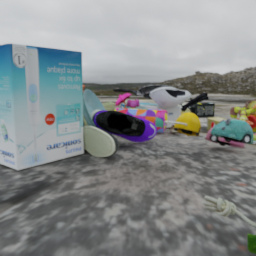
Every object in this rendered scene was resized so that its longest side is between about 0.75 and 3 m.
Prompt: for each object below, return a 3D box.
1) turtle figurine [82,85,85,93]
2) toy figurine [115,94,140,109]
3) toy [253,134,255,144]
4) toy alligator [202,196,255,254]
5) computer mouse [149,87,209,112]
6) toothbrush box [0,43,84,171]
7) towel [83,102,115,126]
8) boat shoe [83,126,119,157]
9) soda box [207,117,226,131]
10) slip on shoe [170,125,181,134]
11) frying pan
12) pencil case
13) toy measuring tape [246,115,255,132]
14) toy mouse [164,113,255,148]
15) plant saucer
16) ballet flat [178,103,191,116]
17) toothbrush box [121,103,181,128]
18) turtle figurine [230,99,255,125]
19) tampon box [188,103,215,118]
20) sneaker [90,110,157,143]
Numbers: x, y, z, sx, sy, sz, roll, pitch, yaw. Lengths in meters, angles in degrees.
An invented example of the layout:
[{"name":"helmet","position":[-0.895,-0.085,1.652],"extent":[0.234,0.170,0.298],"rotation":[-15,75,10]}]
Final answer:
[{"name":"turtle figurine","position":[-1.541,-0.806,12.805],"extent":[1.987,2.464,0.794],"rotation":[16,50,-4]},{"name":"toy figurine","position":[0.059,-0.692,11.973],"extent":[1.658,1.526,1.245],"rotation":[1,11,6]},{"name":"toy","position":[4.271,0.360,9.281],"extent":[1.228,0.290,0.707],"rotation":[5,9,28]},{"name":"toy alligator","position":[1.905,1.226,2.585],"extent":[0.939,0.681,2.834],"rotation":[27,-18,-36]},{"name":"computer mouse","position":[2.104,-1.160,12.044],"extent":[2.948,0.647,1.616],"rotation":[2,-15,-40]},{"name":"toothbrush box","position":[-2.262,-0.566,7.064],"extent":[1.186,2.781,2.036],"rotation":[9,11,38]},{"name":"towel","position":[-1.154,-0.446,11.467],"extent":[1.432,1.062,0.261],"rotation":[-14,11,-20]},{"name":"boat shoe","position":[-0.938,0.289,7.937],"extent":[0.777,0.825,2.297],"rotation":[-11,11,-37]},{"name":"soda box","position":[3.725,-0.057,11.043],"extent":[0.563,0.532,1.661],"rotation":[-6,11,-10]},{"name":"slip on shoe","position":[1.862,0.044,10.855],"extent":[0.366,0.292,0.964],"rotation":[12,0,-5]},{"name":"frying pan","position":[0.761,-1.608,12.341],"extent":[2.680,0.436,1.621],"rotation":[2,-8,-13]},{"name":"pencil case","position":[0.451,-0.301,11.134],"extent":[2.240,0.990,0.990],"rotation":[3,9,18]},{"name":"toy measuring tape","position":[4.829,-0.351,11.897],"extent":[0.971,0.971,2.640],"rotation":[-8,12,-42]},{"name":"toy mouse","position":[2.616,0.116,7.588],"extent":[2.612,0.569,2.939],"rotation":[12,-6,23]},{"name":"plant saucer","position":[-1.063,-0.355,9.029],"extent":[0.349,1.814,1.814],"rotation":[-26,3,13]},{"name":"ballet flat","position":[3.066,-1.091,16.580],"extent":[1.025,1.025,2.900],"rotation":[0,9,-2]},{"name":"toothbrush box","position":[1.037,-0.620,13.222],"extent":[1.729,1.007,2.361],"rotation":[-7,11,-44]},{"name":"turtle figurine","position":[4.500,-0.651,10.304],"extent":[2.211,0.712,1.783],"rotation":[-24,4,-10]},{"name":"tampon box","position":[4.356,-1.077,16.830],"extent":[1.334,0.842,0.999],"rotation":[-3,9,-20]},{"name":"sneaker","position":[0.049,-0.005,8.569],"extent":[2.316,0.805,1.152],"rotation":[12,-6,-28]}]
